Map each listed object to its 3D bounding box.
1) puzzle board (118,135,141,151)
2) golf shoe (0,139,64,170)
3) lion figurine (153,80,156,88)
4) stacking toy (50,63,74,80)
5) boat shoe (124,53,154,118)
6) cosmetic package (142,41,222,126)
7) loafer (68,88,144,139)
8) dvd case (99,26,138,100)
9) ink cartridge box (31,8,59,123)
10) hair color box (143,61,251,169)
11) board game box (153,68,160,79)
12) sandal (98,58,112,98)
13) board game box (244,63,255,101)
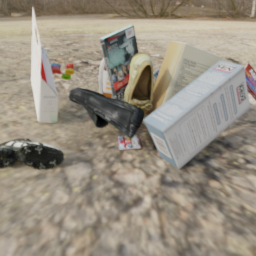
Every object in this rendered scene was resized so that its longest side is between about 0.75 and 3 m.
[{"bbox_3d":[0.016,0.400,8.014,0.599,0.069,0.795,-5,26,-3],"label":"puzzle board"},{"bbox_3d":[-2.473,0.548,7.022,1.857,0.722,0.878,3,26,3],"label":"golf shoe"},{"bbox_3d":[0.694,-1.284,10.028,1.096,0.397,0.671,-36,3,-17],"label":"lion figurine"},{"bbox_3d":[-2.479,-2.159,10.489,0.903,0.381,0.817,4,-17,-15],"label":"stacking toy"},{"bbox_3d":[0.306,-0.940,7.395,0.731,1.995,0.625,-7,39,-10],"label":"boat shoe"},{"bbox_3d":[1.450,-1.029,7.905,1.312,2.495,0.887,13,16,-24],"label":"cosmetic package"},{"bbox_3d":[-0.740,-0.451,7.559,2.541,0.892,0.863,22,0,33],"label":"loafer"},{"bbox_3d":[-0.120,-1.749,7.609,0.189,1.715,1.252,15,40,37],"label":"dvd case"},{"bbox_3d":[-2.629,-1.910,8.843,0.708,2.828,2.275,-3,49,-25],"label":"ink cartridge box"},{"bbox_3d":[1.808,-0.369,7.035,2.674,1.324,0.811,-37,37,-14],"label":"hair color box"},{"bbox_3d":[0.323,-1.109,9.152,1.604,0.208,1.604,-49,6,-15],"label":"board game box"},{"bbox_3d":[-0.405,-1.305,8.444,0.720,2.514,0.963,23,51,9],"label":"sandal"},{"bbox_3d":[3.435,-1.061,7.462,0.121,1.249,0.643,-25,24,55],"label":"board game box"}]
